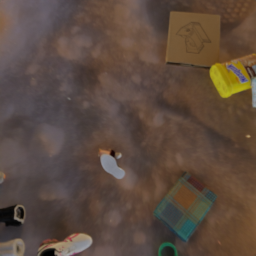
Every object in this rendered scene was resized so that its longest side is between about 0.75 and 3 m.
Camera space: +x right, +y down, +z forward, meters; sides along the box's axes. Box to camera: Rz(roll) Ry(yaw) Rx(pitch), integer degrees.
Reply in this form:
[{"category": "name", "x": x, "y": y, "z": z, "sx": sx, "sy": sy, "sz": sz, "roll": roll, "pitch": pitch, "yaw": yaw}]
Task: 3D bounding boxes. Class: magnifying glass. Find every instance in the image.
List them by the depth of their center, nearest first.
[{"category": "magnifying glass", "x": 1.254, "y": 4.236, "z": 8.455, "sx": 0.574, "sy": 0.161, "sz": 1.441, "roll": -5, "pitch": 70, "yaw": -2}]

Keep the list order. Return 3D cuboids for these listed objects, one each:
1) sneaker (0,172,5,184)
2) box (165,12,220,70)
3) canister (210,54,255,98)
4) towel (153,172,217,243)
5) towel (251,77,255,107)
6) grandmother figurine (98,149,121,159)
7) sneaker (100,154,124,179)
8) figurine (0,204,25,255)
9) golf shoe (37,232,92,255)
[{"category": "sneaker", "x": -4.802, "y": 1.569, "z": 9.104, "sx": 1.434, "sy": 0.659, "sz": 0.543, "roll": 3, "pitch": 64, "yaw": -10}, {"category": "box", "x": 2.627, "y": -3.561, "z": 11.309, "sx": 2.067, "sy": 0.269, "sz": 2.529, "roll": 7, "pitch": 70, "yaw": 3}, {"category": "canister", "x": 4.136, "y": -1.980, "z": 10.475, "sx": 1.718, "sy": 0.744, "sz": 1.276, "roll": -18, "pitch": 71, "yaw": -8}, {"category": "towel", "x": 1.855, "y": 2.510, "z": 9.074, "sx": 1.359, "sy": 0.201, "sz": 1.853, "roll": 38, "pitch": 74, "yaw": 12}, {"category": "towel", "x": 5.089, "y": -1.433, "z": 10.153, "sx": 1.292, "sy": 0.311, "sz": 1.106, "roll": -18, "pitch": 112, "yaw": -8}, {"category": "grandmother figurine", "x": -0.629, "y": 0.921, "z": 9.644, "sx": 0.781, "sy": 0.237, "sz": 0.474, "roll": 6, "pitch": 63, "yaw": 2}, {"category": "sneaker", "x": -0.645, "y": 1.167, "z": 9.077, "sx": 0.449, "sy": 1.269, "sz": 0.629, "roll": -48, "pitch": 44, "yaw": -11}, {"category": "figurine", "x": -4.058, "y": 3.279, "z": 8.550, "sx": 1.620, "sy": 0.715, "sz": 1.660, "roll": -9, "pitch": 70, "yaw": 6}, {"category": "golf shoe", "x": -1.862, "y": 3.613, "z": 8.310, "sx": 1.626, "sy": 0.749, "sz": 0.590, "roll": -14, "pitch": 101, "yaw": -3}]
